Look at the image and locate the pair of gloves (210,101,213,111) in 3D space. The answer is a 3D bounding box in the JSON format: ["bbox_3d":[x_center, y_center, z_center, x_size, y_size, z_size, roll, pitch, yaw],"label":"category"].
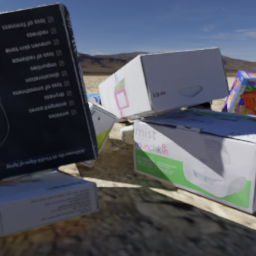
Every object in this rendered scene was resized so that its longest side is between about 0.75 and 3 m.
[{"bbox_3d":[2.465,-1.393,10.148,0.428,2.440,2.074,-10,-1,-8],"label":"pair of gloves"}]

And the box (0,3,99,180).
[{"bbox_3d":[-2.163,-0.615,5.234,2.723,2.677,1.688,-11,18,-4],"label":"box"}]

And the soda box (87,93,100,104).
[{"bbox_3d":[-1.589,-1.283,14.428,2.207,0.708,0.749,8,-19,31],"label":"soda box"}]

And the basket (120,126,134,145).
[{"bbox_3d":[0.199,0.223,8.919,0.860,0.598,0.759,-7,7,-2],"label":"basket"}]

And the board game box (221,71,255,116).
[{"bbox_3d":[3.928,-0.708,9.110,1.450,2.157,0.483,6,38,-6],"label":"board game box"}]

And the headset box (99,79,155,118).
[{"bbox_3d":[0.047,-1.160,11.109,2.148,1.084,2.890,14,8,-2],"label":"headset box"}]

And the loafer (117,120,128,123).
[{"bbox_3d":[-0.520,-0.603,12.410,0.643,0.647,1.778,-7,16,-44],"label":"loafer"}]

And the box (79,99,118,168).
[{"bbox_3d":[-1.338,-0.088,7.899,0.772,1.498,2.568,27,3,-26],"label":"box"}]

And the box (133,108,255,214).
[{"bbox_3d":[1.982,0.429,6.406,2.837,1.372,2.503,13,19,42],"label":"box"}]

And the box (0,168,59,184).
[{"bbox_3d":[-3.079,0.791,6.922,2.356,0.444,1.609,11,18,40],"label":"box"}]

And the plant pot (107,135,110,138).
[{"bbox_3d":[-1.164,-0.068,9.498,0.753,0.854,0.854,-2,-2,28],"label":"plant pot"}]

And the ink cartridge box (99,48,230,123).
[{"bbox_3d":[0.744,-0.986,7.286,2.139,1.253,2.960,-12,2,-23],"label":"ink cartridge box"}]

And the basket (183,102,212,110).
[{"bbox_3d":[2.041,-0.448,8.922,0.720,1.059,0.955,35,28,7],"label":"basket"}]

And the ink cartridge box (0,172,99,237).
[{"bbox_3d":[-1.994,1.243,4.734,2.357,0.513,2.046,-5,-1,-32],"label":"ink cartridge box"}]
